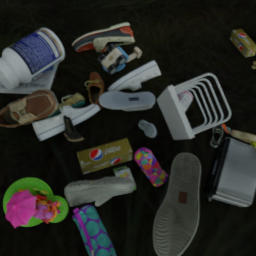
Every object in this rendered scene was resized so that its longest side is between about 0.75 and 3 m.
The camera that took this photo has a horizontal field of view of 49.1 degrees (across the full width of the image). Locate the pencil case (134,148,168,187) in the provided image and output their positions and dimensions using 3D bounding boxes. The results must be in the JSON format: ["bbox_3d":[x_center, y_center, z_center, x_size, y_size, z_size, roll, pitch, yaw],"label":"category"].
[{"bbox_3d":[0.693,1.178,8.380,0.581,1.315,0.581,-24,35,18],"label":"pencil case"}]

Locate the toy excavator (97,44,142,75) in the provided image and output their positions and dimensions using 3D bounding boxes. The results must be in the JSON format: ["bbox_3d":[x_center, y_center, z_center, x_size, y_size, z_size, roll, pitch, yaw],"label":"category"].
[{"bbox_3d":[-0.273,-2.935,11.867,1.642,1.689,0.844,-43,77,10],"label":"toy excavator"}]

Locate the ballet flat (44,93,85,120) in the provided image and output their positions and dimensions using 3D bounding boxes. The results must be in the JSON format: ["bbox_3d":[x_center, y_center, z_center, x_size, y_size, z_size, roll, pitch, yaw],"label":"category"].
[{"bbox_3d":[-2.416,-0.812,10.332,1.698,0.600,0.600,-30,58,-25],"label":"ballet flat"}]

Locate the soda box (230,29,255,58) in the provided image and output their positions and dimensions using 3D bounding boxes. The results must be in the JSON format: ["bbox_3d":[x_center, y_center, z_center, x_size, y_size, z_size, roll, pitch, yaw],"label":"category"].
[{"bbox_3d":[5.285,-3.895,12.850,0.504,0.476,1.487,-12,53,-8],"label":"soda box"}]

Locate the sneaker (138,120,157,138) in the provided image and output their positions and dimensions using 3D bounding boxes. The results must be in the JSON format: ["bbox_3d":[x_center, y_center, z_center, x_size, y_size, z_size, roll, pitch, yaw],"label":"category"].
[{"bbox_3d":[0.742,0.048,9.472,0.406,0.419,1.147,27,12,-27],"label":"sneaker"}]

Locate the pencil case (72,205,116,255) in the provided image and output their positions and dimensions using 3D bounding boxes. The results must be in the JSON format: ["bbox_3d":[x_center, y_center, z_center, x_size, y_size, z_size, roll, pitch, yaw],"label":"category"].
[{"bbox_3d":[-0.915,2.869,7.396,0.678,0.737,1.594,-43,54,14],"label":"pencil case"}]

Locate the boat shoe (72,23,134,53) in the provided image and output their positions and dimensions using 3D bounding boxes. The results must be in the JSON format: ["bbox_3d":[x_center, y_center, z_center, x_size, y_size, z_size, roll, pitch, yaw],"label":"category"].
[{"bbox_3d":[-1.112,-3.869,12.585,2.783,0.991,0.871,-19,94,-5],"label":"boat shoe"}]

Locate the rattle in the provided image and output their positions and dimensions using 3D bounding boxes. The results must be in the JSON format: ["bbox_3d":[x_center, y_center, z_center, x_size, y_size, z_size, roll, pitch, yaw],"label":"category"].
[{"bbox_3d":[3.743,0.557,9.414,1.426,1.018,0.928,17,14,16],"label":"rattle"}]

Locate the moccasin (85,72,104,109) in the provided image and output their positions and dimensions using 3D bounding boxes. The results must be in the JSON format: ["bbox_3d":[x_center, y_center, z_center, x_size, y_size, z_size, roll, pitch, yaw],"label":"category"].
[{"bbox_3d":[-1.290,-1.497,10.748,0.615,0.649,1.682,-7,59,11],"label":"moccasin"}]

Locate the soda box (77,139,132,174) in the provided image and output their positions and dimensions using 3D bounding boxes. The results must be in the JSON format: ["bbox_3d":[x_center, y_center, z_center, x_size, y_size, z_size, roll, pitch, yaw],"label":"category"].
[{"bbox_3d":[-0.734,0.910,9.040,1.697,0.543,0.575,-15,56,-12],"label":"soda box"}]

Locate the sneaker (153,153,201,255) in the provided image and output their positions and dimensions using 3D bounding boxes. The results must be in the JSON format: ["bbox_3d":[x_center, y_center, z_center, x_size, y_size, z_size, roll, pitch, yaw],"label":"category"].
[{"bbox_3d":[1.361,2.179,7.593,1.024,1.454,2.738,16,64,12],"label":"sneaker"}]

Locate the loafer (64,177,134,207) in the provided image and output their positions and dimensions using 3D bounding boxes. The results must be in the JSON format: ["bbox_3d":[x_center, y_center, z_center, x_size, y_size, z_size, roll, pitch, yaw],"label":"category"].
[{"bbox_3d":[-0.807,1.858,8.041,2.079,0.726,0.727,-9,8,15],"label":"loafer"}]

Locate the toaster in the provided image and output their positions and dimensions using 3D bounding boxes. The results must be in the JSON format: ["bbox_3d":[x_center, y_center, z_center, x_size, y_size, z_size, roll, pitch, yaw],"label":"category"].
[{"bbox_3d":[2.829,1.331,7.824,1.081,1.647,1.821,17,77,11],"label":"toaster"}]

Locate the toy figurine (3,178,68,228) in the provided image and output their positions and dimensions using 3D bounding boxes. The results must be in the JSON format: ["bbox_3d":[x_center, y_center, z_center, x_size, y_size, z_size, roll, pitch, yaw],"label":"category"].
[{"bbox_3d":[-2.391,2.080,7.134,1.794,1.652,1.347,21,80,-11],"label":"toy figurine"}]

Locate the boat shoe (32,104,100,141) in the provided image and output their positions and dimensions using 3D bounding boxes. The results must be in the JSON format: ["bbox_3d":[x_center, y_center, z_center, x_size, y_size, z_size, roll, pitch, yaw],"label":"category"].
[{"bbox_3d":[-2.125,-0.390,9.720,2.371,0.872,0.775,-28,96,-21],"label":"boat shoe"}]

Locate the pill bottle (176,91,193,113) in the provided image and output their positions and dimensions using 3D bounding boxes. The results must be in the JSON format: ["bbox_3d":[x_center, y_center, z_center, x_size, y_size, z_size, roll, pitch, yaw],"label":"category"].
[{"bbox_3d":[1.903,-0.847,10.365,0.628,0.628,1.108,24,56,18],"label":"pill bottle"}]

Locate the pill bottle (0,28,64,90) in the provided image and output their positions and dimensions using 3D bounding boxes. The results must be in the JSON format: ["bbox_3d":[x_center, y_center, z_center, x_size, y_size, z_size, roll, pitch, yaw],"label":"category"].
[{"bbox_3d":[-3.892,-2.667,10.930,1.489,1.489,2.574,33,59,23],"label":"pill bottle"}]

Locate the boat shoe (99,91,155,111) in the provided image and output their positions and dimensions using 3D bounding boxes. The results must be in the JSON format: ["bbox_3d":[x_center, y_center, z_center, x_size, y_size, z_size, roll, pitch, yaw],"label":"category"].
[{"bbox_3d":[-0.038,-0.887,10.303,2.034,0.665,0.748,3,65,-2],"label":"boat shoe"}]

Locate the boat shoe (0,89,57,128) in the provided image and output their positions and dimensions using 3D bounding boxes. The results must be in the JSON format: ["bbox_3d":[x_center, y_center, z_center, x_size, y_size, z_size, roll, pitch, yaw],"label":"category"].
[{"bbox_3d":[-3.387,-0.524,9.244,2.594,0.982,0.931,-19,17,33],"label":"boat shoe"}]

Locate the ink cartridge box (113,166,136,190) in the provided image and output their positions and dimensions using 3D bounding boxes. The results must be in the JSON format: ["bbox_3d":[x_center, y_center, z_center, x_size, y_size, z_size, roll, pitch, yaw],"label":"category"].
[{"bbox_3d":[-0.128,1.548,8.726,0.469,0.268,0.904,-15,53,-11],"label":"ink cartridge box"}]

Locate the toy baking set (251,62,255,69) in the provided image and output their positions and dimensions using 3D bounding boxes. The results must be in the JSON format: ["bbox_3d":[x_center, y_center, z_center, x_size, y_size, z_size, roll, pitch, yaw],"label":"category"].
[{"bbox_3d":[5.952,-2.436,11.927,1.160,0.176,1.511,-16,53,-9],"label":"toy baking set"}]

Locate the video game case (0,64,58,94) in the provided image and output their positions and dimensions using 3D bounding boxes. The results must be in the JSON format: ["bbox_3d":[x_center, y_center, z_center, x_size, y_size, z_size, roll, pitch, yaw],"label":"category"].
[{"bbox_3d":[-4.081,-2.521,11.920,2.018,0.254,2.818,2,52,2],"label":"video game case"}]

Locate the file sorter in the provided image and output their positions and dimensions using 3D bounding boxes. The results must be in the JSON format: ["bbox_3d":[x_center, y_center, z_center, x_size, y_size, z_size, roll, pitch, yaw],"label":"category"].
[{"bbox_3d":[1.950,-0.596,8.739,1.391,2.234,1.550,-22,88,-4],"label":"file sorter"}]

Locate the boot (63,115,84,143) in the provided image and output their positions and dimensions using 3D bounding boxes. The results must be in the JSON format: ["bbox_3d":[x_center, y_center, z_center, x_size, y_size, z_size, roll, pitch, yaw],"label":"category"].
[{"bbox_3d":[-1.807,0.030,8.935,0.401,0.717,1.036,-18,22,-39],"label":"boot"}]

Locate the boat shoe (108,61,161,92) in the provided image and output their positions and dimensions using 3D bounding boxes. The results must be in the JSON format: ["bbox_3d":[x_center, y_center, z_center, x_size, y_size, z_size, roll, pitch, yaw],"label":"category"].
[{"bbox_3d":[0.260,-1.798,10.794,2.130,0.784,0.696,-29,94,3],"label":"boat shoe"}]

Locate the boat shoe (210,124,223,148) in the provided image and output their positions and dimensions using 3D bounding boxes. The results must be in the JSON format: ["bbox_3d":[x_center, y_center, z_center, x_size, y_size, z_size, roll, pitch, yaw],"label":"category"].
[{"bbox_3d":[3.119,0.213,9.733,0.357,0.321,1.009,16,54,12],"label":"boat shoe"}]
